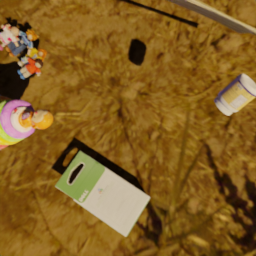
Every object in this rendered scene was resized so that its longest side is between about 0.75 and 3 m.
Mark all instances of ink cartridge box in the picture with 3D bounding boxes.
[{"bbox_3d":[-0.769,2.021,8.703,2.611,0.774,1.355,32,76,9],"label":"ink cartridge box"}]

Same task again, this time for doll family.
[{"bbox_3d":[-3.023,-2.330,8.263,1.030,0.748,1.660,-23,115,23],"label":"doll family"}]

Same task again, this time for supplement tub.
[{"bbox_3d":[2.235,-0.675,5.802,0.559,0.768,0.559,26,39,-23],"label":"supplement tub"}]

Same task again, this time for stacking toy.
[{"bbox_3d":[-2.747,-0.157,6.684,2.616,1.436,1.518,-2,42,36],"label":"stacking toy"}]

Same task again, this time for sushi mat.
[{"bbox_3d":[2.441,-3.067,7.713,2.961,1.417,0.179,13,109,-24],"label":"sushi mat"}]
